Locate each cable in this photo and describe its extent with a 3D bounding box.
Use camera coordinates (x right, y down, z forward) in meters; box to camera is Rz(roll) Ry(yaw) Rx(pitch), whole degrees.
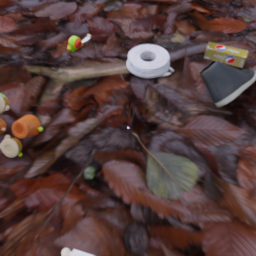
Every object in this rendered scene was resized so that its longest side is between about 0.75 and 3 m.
[{"bbox_3d":[0.709,-2.370,9.948,1.527,0.529,1.526,-18,53,-14],"label":"cable"}]

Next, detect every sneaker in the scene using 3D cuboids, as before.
[{"bbox_3d":[3.094,-1.663,8.525,2.276,0.851,1.209,-38,97,-40],"label":"sneaker"}]

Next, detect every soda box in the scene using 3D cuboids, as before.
[{"bbox_3d":[3.588,-2.691,10.306,1.452,0.465,0.492,19,53,16],"label":"soda box"}]

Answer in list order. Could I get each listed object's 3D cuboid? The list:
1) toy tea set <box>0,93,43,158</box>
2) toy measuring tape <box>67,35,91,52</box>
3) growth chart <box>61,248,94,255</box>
[{"bbox_3d":[-3.269,-0.269,7.536,2.073,1.233,0.767,49,21,-1],"label":"toy tea set"},{"bbox_3d":[-1.925,-3.464,10.976,0.518,0.518,1.408,24,53,20],"label":"toy measuring tape"},{"bbox_3d":[-1.013,3.617,4.920,2.087,0.256,2.883,20,52,16],"label":"growth chart"}]
